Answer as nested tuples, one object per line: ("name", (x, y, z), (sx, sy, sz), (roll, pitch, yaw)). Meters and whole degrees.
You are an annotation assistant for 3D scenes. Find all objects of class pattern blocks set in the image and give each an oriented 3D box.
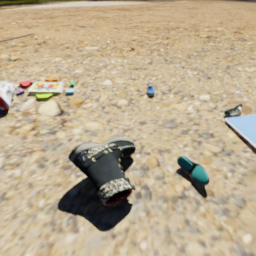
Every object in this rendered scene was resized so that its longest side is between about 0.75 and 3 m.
("pattern blocks set", (-3.940, -1.932, 13.510), (2.743, 0.222, 2.411), (-7, 32, -12))

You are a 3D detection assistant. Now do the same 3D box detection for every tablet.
("tablet", (4.821, 0.206, 9.966), (1.700, 0.178, 2.613), (-8, 30, -11))

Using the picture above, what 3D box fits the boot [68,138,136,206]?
("boot", (-0.316, 1.177, 7.892), (2.361, 0.852, 1.783), (-4, 44, -46))

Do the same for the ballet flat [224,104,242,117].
("ballet flat", (4.341, -0.673, 11.360), (1.009, 0.343, 0.345), (-23, 45, -21))

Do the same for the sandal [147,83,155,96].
("sandal", (1.054, -1.801, 13.128), (0.365, 0.400, 0.919), (0, 32, -8))

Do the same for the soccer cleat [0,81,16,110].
("soccer cleat", (-5.370, -1.530, 12.262), (1.029, 0.829, 2.415), (-27, 34, -20))

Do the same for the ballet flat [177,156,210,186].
("ballet flat", (1.957, 1.225, 8.105), (0.465, 0.465, 1.294), (-16, 35, -25))
